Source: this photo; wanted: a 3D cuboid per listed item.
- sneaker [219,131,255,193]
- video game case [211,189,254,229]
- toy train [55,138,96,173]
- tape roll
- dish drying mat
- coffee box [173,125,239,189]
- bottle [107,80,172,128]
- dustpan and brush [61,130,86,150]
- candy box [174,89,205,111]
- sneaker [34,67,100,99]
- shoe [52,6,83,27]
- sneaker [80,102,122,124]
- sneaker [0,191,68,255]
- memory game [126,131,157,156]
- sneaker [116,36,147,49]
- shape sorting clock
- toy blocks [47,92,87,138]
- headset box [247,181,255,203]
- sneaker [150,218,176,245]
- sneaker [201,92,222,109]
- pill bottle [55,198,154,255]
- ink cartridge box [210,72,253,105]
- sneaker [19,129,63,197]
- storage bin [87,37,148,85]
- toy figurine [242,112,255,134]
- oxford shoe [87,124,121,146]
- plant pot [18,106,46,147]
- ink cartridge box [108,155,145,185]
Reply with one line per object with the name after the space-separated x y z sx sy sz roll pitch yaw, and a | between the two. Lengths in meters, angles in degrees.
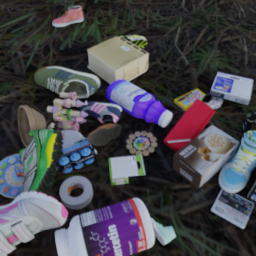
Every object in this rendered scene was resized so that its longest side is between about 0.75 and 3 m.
3.625 0.906 8.729 0.887 1.456 2.231 30 55 28 | sneaker
3.115 2.372 8.356 1.000 0.117 0.909 27 54 23 | video game case
-1.781 0.933 9.323 1.420 0.615 0.811 -22 44 -12 | toy train
-1.582 1.977 8.563 0.982 0.324 0.982 0 47 0 | tape roll
2.230 -0.075 10.084 0.863 0.204 2.247 35 68 14 | dish drying mat
2.526 0.902 9.168 1.960 0.781 1.121 -32 52 -27 | coffee box
0.428 -0.931 10.765 2.674 0.873 1.117 34 48 26 | bottle
-1.749 0.415 9.994 1.259 0.360 0.879 -11 52 1 | dustpan and brush
2.573 -1.164 11.466 1.289 0.170 0.659 -27 54 -22 | candy box
-2.611 -1.781 11.351 2.789 0.935 1.252 8 34 4 | sneaker
-3.385 -6.223 15.544 1.800 0.819 0.643 -20 51 -17 | shoe
-1.123 -0.543 10.542 1.733 0.608 0.711 2 59 22 | sneaker
-2.945 2.563 7.055 2.978 1.211 1.314 -15 36 12 | sneaker
0.469 0.543 9.940 1.130 0.072 1.130 -4 48 4 | memory game
0.078 -4.328 14.066 1.697 0.640 0.648 3 40 -11 | sneaker
-3.469 1.493 8.857 1.496 0.293 1.496 7 53 -10 | shape sorting clock
-1.995 -0.394 9.882 1.193 1.325 1.418 7 34 12 | toy blocks
4.994 1.616 8.434 1.852 0.987 2.127 29 54 24 | headset box
0.944 2.827 7.850 0.516 0.322 0.875 -12 39 -31 | sneaker
3.296 -1.111 10.945 1.247 0.873 0.485 -30 54 -24 | sneaker
-0.598 2.747 7.200 2.347 1.320 1.320 -15 50 -12 | pill bottle
4.245 -1.643 11.449 1.497 0.356 1.515 17 42 17 | ink cartridge box
-2.803 1.251 8.514 1.120 1.025 2.628 6 61 5 | sneaker
-0.459 -3.056 12.648 2.023 0.955 2.038 -34 56 -27 | storage bin
4.921 -0.110 10.023 1.305 0.922 1.325 -26 53 -21 | toy figurine
-0.936 0.219 9.726 0.610 0.611 1.712 13 16 27 | oxford shoe
-3.306 -0.083 9.766 0.675 1.463 1.463 -11 46 -35 | plant pot
-0.053 1.358 9.040 1.094 0.414 0.809 -5 48 -4 | ink cartridge box
